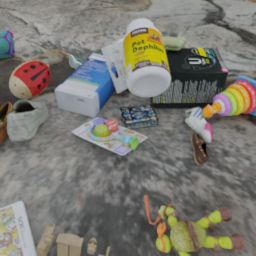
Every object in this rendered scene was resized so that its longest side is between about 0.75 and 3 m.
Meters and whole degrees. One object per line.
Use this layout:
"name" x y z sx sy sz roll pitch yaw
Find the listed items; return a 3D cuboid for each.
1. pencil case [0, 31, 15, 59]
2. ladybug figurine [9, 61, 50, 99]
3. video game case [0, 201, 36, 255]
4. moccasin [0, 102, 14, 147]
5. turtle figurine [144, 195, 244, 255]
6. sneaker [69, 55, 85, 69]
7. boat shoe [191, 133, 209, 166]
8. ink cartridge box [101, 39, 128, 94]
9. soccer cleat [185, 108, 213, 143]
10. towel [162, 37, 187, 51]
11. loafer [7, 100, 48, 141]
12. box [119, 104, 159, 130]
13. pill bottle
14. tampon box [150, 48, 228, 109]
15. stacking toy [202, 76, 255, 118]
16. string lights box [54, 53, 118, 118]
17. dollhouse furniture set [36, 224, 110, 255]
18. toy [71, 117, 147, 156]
"pencil case" -6.625 -3.632 12.569 2.861 1.217 1.322 -11 48 -13
"ladybug figurine" -3.475 -1.805 10.166 0.635 1.198 1.765 -8 39 50
"video game case" -3.075 2.634 6.122 1.867 0.214 1.699 -18 46 -20
"moccasin" -4.092 0.004 8.609 0.796 0.841 2.177 0 41 22
"turtle figurine" 1.373 2.271 6.158 1.946 0.777 2.413 -10 42 -11
"sneaker" -2.159 -2.829 12.317 0.582 0.495 1.276 -12 44 -37
"boat shoe" 2.161 0.574 8.310 0.410 0.410 1.165 28 39 -25
"ink cartridge box" -0.049 -2.529 10.867 2.192 1.782 0.625 -31 20 -30
"soccer cleat" 2.257 -0.063 9.065 0.712 0.576 1.649 -7 36 5
"towel" 1.293 -3.170 10.422 1.609 0.294 1.194 11 32 19
"loafer" -3.115 -0.478 8.785 0.924 0.922 2.642 -8 23 -4
"box" 0.363 -0.388 9.577 1.191 0.274 0.947 -8 42 -9
"pill bottle" 0.514 -2.223 8.667 1.295 1.295 2.370 -4 60 -4
"tampon box" 2.056 -1.845 10.262 2.480 1.565 1.858 0 41 0
"stacking toy" 3.305 -0.799 9.311 2.147 1.246 1.178 -22 35 -20
"string lights box" -1.303 -1.729 10.652 1.506 0.864 2.931 15 43 16
"dollhouse furniture set" -1.120 2.451 5.930 1.448 0.750 0.641 11 30 3
"toy" -0.606 0.061 8.685 2.134 0.504 1.229 24 38 30
